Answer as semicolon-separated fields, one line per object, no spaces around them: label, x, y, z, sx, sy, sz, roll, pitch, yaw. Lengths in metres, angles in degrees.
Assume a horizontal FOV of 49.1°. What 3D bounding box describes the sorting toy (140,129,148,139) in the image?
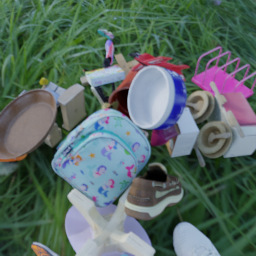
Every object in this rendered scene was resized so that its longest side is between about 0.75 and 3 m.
sorting toy;-0.078;0.397;10.383;1.729;1.026;1.920;14;49;-14

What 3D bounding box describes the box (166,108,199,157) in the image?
box;1.824;0.182;10.012;0.767;1.443;1.099;-8;53;-10

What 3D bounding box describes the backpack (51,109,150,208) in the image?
backpack;-0.680;0.790;8.129;2.562;2.274;1.929;-44;17;-4

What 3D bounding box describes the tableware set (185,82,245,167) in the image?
tableware set;2.684;-0.270;9.977;0.586;1.934;2.926;23;37;-33

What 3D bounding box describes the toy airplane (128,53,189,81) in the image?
toy airplane;0.984;-1.960;8.688;2.130;2.130;0.392;12;85;10

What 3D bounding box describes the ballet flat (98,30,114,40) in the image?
ballet flat;-0.922;-3.998;11.914;0.819;0.283;0.291;36;68;23

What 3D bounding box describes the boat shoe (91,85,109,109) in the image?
boat shoe;-0.968;-1.184;11.256;0.452;1.363;0.509;-39;27;-11

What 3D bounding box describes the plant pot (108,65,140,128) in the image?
plant pot;0.493;-1.399;11.031;2.025;2.025;1.970;12;49;10

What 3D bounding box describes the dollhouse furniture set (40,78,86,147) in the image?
dollhouse furniture set;-3.168;-0.994;10.838;2.422;1.581;2.287;30;56;18

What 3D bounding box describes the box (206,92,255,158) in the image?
box;3.873;-0.135;10.321;1.123;1.318;2.062;-5;53;-11

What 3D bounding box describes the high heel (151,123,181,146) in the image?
high heel;0.973;-0.494;9.480;1.070;0.750;2.225;-27;54;24

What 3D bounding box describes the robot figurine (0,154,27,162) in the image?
robot figurine;-4.271;0.729;9.943;1.589;1.143;0.927;-3;71;-3

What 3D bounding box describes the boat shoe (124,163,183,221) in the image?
boat shoe;0.881;1.523;7.680;1.110;3.007;1.112;6;94;21

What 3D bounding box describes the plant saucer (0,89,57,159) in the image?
plant saucer;-3.246;-0.083;8.921;2.581;0.472;2.581;-14;52;19

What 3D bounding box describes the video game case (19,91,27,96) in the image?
video game case;-4.303;-0.979;11.858;1.166;0.150;1.283;20;54;15

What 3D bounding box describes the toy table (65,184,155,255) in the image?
toy table;-0.572;2.823;7.684;2.839;1.663;2.610;21;54;12

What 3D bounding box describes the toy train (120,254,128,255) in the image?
toy train;0.529;4.413;6.630;2.030;0.752;2.703;13;25;-22

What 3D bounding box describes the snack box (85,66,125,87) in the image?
snack box;-0.797;-1.789;9.631;1.182;0.313;0.841;-16;32;-14

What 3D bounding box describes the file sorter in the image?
file sorter;4.192;-2.255;12.085;1.563;1.411;2.250;-29;56;-21

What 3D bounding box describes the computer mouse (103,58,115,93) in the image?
computer mouse;-0.769;-2.063;11.407;0.300;0.517;1.764;-12;69;-4

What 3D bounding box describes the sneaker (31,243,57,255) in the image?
sneaker;-2.356;3.721;7.782;1.170;0.454;0.656;23;53;18

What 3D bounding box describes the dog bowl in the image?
dog bowl;0.839;-0.886;8.561;0.746;1.894;1.894;5;43;-36

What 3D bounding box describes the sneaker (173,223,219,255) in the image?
sneaker;2.254;3.677;7.292;1.093;1.278;2.934;-26;54;-19

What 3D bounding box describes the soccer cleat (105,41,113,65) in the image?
soccer cleat;-0.822;-3.324;12.451;0.369;1.106;0.423;2;11;-11

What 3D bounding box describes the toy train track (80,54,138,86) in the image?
toy train track;-0.741;-2.497;12.959;2.922;0.475;1.676;-20;60;-8

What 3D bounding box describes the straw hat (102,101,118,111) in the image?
straw hat;-0.723;-0.675;9.746;0.357;0.843;0.843;38;59;17
